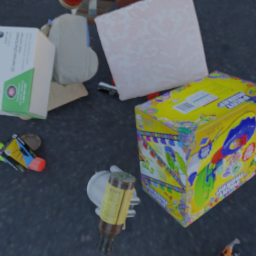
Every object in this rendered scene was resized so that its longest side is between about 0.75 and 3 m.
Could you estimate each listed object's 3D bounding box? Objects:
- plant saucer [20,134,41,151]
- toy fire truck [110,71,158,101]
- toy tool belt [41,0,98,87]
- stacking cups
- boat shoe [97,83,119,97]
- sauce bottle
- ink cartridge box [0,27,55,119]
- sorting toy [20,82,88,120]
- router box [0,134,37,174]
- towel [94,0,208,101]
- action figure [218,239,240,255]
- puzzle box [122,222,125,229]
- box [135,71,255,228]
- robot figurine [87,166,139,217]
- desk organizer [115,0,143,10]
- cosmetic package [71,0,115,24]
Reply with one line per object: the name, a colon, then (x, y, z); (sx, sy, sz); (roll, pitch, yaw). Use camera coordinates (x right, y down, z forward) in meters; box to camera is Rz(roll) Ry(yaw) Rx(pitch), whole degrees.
plant saucer: (-3.676, 0.579, 10.383); (0.836, 0.134, 0.836); (6, 46, -6)
toy fire truck: (0.265, -2.458, 11.827); (2.030, 0.702, 2.878); (0, 60, -1)
toy tool belt: (-1.969, -2.836, 8.979); (1.868, 1.839, 2.992); (-3, 97, -22)
stacking cups: (-4.080, 1.035, 9.932); (2.215, 0.670, 0.670); (18, 63, 9)
boat shoe: (-0.698, -1.469, 11.451); (1.266, 0.443, 0.420); (23, 70, 13)
sauce bottle: (-0.335, 1.865, 6.064); (0.595, 0.595, 1.840); (18, 102, 10)
ink cartridge box: (-3.688, -1.476, 7.521); (2.972, 1.249, 2.169); (5, 87, 7)
sorting toy: (-3.453, -1.782, 11.624); (2.850, 0.520, 2.638); (-23, 64, -17)
router box: (-2.891, 0.691, 7.373); (0.222, 0.870, 0.649); (9, 54, 36)
towel: (0.725, -2.401, 8.463); (2.888, 2.759, 0.466); (-13, 25, 14)
action figure: (2.734, 4.390, 8.140); (1.836, 0.993, 1.898); (-24, 88, -5)
puzzle box: (-0.462, 2.779, 9.265); (0.733, 0.140, 1.102); (0, 61, -1)
box: (1.900, 0.429, 7.288); (2.871, 2.765, 1.751); (-26, 39, -26)
robot figurine: (-0.434, 1.667, 7.126); (1.598, 0.902, 1.355); (22, 91, 47)
desk organizer: (-0.002, -3.732, 9.482); (1.070, 2.983, 1.148); (39, 80, 26)
cosmetic package: (-1.256, -4.802, 10.185); (1.226, 2.372, 1.035); (-1, 84, -22)
